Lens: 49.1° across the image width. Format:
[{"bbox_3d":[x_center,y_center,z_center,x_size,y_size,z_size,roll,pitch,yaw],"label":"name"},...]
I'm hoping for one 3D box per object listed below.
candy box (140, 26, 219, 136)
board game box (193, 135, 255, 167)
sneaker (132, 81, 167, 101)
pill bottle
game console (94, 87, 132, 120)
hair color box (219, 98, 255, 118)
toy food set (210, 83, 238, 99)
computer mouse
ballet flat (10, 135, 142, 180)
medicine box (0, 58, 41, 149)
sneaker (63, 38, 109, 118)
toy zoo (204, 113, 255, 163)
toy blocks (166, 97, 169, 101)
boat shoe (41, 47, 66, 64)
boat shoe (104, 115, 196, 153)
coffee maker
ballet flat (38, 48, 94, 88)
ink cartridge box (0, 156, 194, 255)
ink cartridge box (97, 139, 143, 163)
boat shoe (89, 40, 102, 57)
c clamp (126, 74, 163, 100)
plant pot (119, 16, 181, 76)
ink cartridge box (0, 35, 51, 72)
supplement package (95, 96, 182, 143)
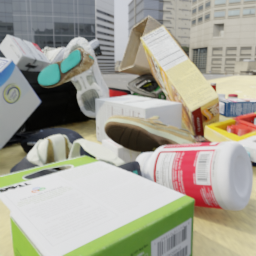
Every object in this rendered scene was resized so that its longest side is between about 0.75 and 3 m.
[{"bbox_3d":[1.379,-1.201,7.522,0.781,1.631,2.825,-28,57,1],"label":"candy box"},{"bbox_3d":[2.240,0.493,6.269,1.839,0.318,1.246,2,13,8],"label":"board game box"},{"bbox_3d":[0.809,-1.239,10.958,0.885,0.967,2.269,-40,13,-6],"label":"sneaker"},{"bbox_3d":[0.854,0.665,4.016,1.557,0.874,0.874,-7,5,43],"label":"pill bottle"},{"bbox_3d":[-1.000,-0.830,11.798,2.896,1.719,2.496,15,51,39],"label":"game console"},{"bbox_3d":[4.744,-0.821,11.178,2.108,0.638,1.054,-1,13,-4],"label":"hair color box"},{"bbox_3d":[3.926,-1.487,12.708,2.718,1.223,1.298,6,15,25],"label":"toy food set"},{"bbox_3d":[-2.180,0.314,6.260,2.068,0.678,2.945,-9,15,-35],"label":"computer mouse"},{"bbox_3d":[-0.914,0.597,4.507,2.725,0.995,0.995,9,16,34],"label":"ballet flat"},{"bbox_3d":[-3.371,-0.367,5.580,2.290,1.179,2.086,14,58,29],"label":"medicine box"},{"bbox_3d":[-1.184,-1.461,8.536,0.987,2.533,1.258,-17,-7,13],"label":"sneaker"},{"bbox_3d":[3.022,0.173,5.989,2.877,0.294,1.887,-13,25,-30],"label":"toy zoo"},{"bbox_3d":[1.526,-1.051,9.434,2.224,1.872,2.078,4,14,17],"label":"toy blocks"},{"bbox_3d":[-2.859,-2.507,10.234,0.868,0.855,2.448,-51,18,-20],"label":"boat shoe"},{"bbox_3d":[0.428,0.080,5.183,1.817,0.651,0.692,20,51,-20],"label":"boat shoe"},{"bbox_3d":[-2.295,-0.961,8.856,2.848,1.997,2.965,11,18,37],"label":"coffee maker"},{"bbox_3d":[-1.576,-1.443,7.222,1.883,0.664,0.615,-13,-11,39],"label":"ballet flat"},{"bbox_3d":[-0.529,1.009,3.116,1.508,0.773,2.040,-12,16,-38],"label":"ink cartridge box"},{"bbox_3d":[-0.126,0.525,5.487,0.850,0.532,0.546,-6,18,-39],"label":"ink cartridge box"},{"bbox_3d":[-1.482,-2.591,10.136,0.775,0.639,2.258,-16,26,27],"label":"boat shoe"},{"bbox_3d":[0.939,-1.375,9.286,1.656,0.263,1.938,32,38,22],"label":"c clamp"},{"bbox_3d":[0.842,-2.658,10.053,1.545,1.745,1.743,18,-1,-19],"label":"plant pot"},{"bbox_3d":[-3.248,-2.297,8.892,0.937,0.544,1.298,51,18,13],"label":"ink cartridge box"},{"bbox_3d":[0.196,-0.110,6.960,1.179,1.183,2.016,-10,17,-37],"label":"supplement package"}]
